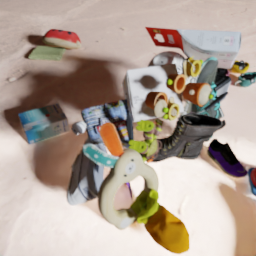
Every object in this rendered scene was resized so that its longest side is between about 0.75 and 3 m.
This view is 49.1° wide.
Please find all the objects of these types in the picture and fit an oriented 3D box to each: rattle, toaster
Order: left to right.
[{"bbox_3d":[0.188,1.453,6.438,1.845,2.833,2.024,-16,31,-12],"label":"rattle"},{"bbox_3d":[3.236,-1.758,11.765,1.627,1.068,1.799,33,50,32],"label":"toaster"}]

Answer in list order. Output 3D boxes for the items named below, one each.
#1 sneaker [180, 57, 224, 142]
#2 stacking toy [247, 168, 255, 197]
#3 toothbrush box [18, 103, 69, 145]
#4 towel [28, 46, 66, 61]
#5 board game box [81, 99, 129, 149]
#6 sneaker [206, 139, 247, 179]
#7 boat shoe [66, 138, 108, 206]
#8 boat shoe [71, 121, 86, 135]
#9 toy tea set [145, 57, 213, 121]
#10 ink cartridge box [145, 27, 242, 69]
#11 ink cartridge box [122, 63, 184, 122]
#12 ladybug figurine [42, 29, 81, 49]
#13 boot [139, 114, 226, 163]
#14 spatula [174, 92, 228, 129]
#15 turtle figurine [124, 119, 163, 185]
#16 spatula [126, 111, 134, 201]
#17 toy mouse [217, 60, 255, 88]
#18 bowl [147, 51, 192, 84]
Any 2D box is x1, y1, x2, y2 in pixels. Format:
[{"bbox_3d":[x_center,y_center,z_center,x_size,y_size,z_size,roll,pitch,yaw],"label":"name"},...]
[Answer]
[{"bbox_3d":[2.536,-0.793,9.001,1.313,2.879,1.117,25,32,25],"label":"sneaker"},{"bbox_3d":[4.124,1.046,7.791,1.055,1.923,1.116,4,42,8],"label":"stacking toy"},{"bbox_3d":[-3.066,-0.183,10.244,1.531,0.653,1.121,-18,44,-22],"label":"toothbrush box"},{"bbox_3d":[-4.295,-3.968,14.930,1.769,0.323,1.312,1,40,3],"label":"towel"},{"bbox_3d":[-0.489,-0.010,8.118,1.396,0.431,1.396,-15,77,-24],"label":"board game box"},{"bbox_3d":[3.119,0.903,8.868,0.544,0.778,1.564,-22,44,-25],"label":"sneaker"},{"bbox_3d":[-1.274,1.135,8.359,0.936,1.054,2.865,-29,20,14],"label":"boat shoe"},{"bbox_3d":[-1.103,-0.039,6.370,0.273,0.307,0.835,-44,13,-21],"label":"boat shoe"},{"bbox_3d":[1.472,-0.849,7.347,2.277,1.354,0.843,-40,42,-26],"label":"toy tea set"},{"bbox_3d":[2.192,-2.709,9.663,2.940,0.839,2.389,4,1,14],"label":"ink cartridge box"},{"bbox_3d":[0.707,-1.035,9.034,1.532,1.505,2.081,-10,1,-5],"label":"ink cartridge box"},{"bbox_3d":[-3.541,-4.814,15.126,2.423,0.872,1.645,17,17,24],"label":"ladybug figurine"},{"bbox_3d":[1.442,0.237,8.500,2.468,2.148,0.854,-2,60,-4],"label":"boot"},{"bbox_3d":[2.054,-0.503,7.977,0.544,1.927,0.198,-28,86,-46],"label":"spatula"},{"bbox_3d":[0.496,0.624,8.017,0.740,1.854,2.299,31,80,20],"label":"turtle figurine"},{"bbox_3d":[0.030,0.765,7.733,0.262,2.553,0.722,1,17,-2],"label":"spatula"},{"bbox_3d":[4.884,-2.374,12.891,2.766,0.535,2.458,9,41,11],"label":"toy mouse"},{"bbox_3d":[1.445,-2.277,10.630,1.911,0.897,1.911,-10,60,18],"label":"bowl"}]
